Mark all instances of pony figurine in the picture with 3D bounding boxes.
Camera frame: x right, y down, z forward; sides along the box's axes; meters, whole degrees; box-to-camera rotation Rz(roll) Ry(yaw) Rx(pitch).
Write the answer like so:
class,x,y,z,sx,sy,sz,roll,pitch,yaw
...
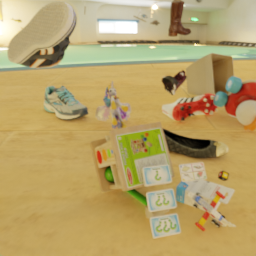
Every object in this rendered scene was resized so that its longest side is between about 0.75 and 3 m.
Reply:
class,x,y,z,sx,sy,sz,roll,pitch,yaw
pony figurine,-0.496,-0.722,11.131,1.524,1.766,1.830,-8,41,-12

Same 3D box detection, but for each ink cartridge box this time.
class,x,y,z,sx,sy,sz,roll,pitch,yaw
ink cartridge box,1.803,1.587,6.605,1.190,0.397,0.689,14,25,31

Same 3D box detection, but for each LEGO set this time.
class,x,y,z,sx,sy,sz,roll,pitch,yaw
LEGO set,1.348,1.412,5.846,1.932,1.443,0.474,-4,-18,-13

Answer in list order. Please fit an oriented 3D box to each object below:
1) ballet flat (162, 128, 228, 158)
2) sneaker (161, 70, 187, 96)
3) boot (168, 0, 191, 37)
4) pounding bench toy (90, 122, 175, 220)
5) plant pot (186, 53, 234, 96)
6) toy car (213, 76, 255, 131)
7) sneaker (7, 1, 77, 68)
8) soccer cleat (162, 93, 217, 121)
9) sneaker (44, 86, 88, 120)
class,x,y,z,sx,sy,sz,roll,pitch,yaw
ballet flat,1.931,0.480,9.004,2.470,0.702,0.821,8,26,20
sneaker,1.631,-1.708,9.625,0.570,0.870,1.507,42,1,10
boot,2.222,-4.611,11.641,1.357,1.456,0.468,-23,36,-36
pounding bench toy,0.087,1.126,6.773,1.304,2.099,1.637,-10,-8,-28
plant pot,4.333,-2.665,15.138,2.131,2.133,1.888,-6,1,-41
toy car,4.710,-0.671,11.251,1.937,1.858,2.101,17,52,-9
sneaker,-2.108,-2.409,7.570,2.780,1.090,1.104,-12,-13,40
soccer cleat,2.839,-0.990,12.451,2.952,1.013,1.257,-17,25,-31
sneaker,-2.914,-1.181,12.493,2.904,1.254,1.127,18,28,38
